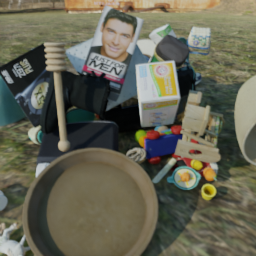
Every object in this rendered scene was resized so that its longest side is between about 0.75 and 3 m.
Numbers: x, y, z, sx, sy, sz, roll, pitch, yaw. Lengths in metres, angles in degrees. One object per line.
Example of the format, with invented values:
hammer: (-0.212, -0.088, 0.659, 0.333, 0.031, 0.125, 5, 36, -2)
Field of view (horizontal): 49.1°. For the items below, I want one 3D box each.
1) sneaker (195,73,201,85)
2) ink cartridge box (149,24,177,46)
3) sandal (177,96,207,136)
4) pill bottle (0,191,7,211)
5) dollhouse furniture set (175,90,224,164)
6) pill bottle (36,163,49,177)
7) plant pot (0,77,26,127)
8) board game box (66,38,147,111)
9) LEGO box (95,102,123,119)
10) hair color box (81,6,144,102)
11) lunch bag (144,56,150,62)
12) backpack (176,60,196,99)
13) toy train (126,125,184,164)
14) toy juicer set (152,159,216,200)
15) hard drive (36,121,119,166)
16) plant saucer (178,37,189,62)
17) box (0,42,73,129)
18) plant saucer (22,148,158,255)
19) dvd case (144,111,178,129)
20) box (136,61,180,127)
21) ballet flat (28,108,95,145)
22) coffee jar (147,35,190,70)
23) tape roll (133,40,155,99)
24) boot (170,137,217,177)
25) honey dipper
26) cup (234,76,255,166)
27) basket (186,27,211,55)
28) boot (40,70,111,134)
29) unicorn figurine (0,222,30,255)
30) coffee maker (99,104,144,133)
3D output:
sneaker: (2.510, -2.745, 14.403, 2.753, 1.173, 1.061, -5, 29, -10)
ink cartridge box: (1.275, -2.900, 9.478, 0.706, 0.967, 0.408, -4, 40, 50)
sandal: (1.987, -0.495, 9.286, 0.910, 0.608, 2.227, -37, 30, 25)
pill bottle: (-3.381, 1.687, 6.856, 0.860, 0.500, 0.500, 19, 34, 33)
dollhouse furniture set: (2.109, -0.449, 7.407, 1.148, 1.826, 2.065, 13, 57, 9)
pill bottle: (-1.364, 1.239, 7.164, 1.782, 0.990, 0.990, -2, 28, -4)
plant pot: (-5.252, -1.278, 11.080, 2.165, 1.738, 2.165, 0, 28, 0)
board game box: (-0.530, -2.090, 9.820, 2.449, 2.450, 0.317, -30, -3, -18)
LEGO box: (-0.622, -1.780, 11.216, 0.950, 1.834, 2.462, 7, 44, 5)
hair color box: (-0.570, -2.428, 9.216, 1.375, 2.777, 0.842, 18, -15, -7)
lunch bag: (0.716, -2.249, 11.410, 1.253, 1.563, 0.591, 40, 77, -3)
backpack: (1.958, -1.850, 10.733, 1.234, 1.415, 1.610, -4, 35, 12)
toy train: (0.558, 0.455, 8.789, 2.345, 0.993, 1.357, -11, 19, -18)
toy juicer set: (1.548, 1.183, 7.399, 1.630, 0.444, 1.037, 15, 55, 17)
hard drive: (-1.506, 0.479, 8.494, 2.405, 0.509, 1.622, -5, 45, 4)
plant saucer: (1.772, -2.387, 11.255, 0.446, 2.481, 2.481, 17, 33, 27)
box: (-2.726, -1.333, 8.884, 1.715, 2.095, 0.902, -30, 11, -4)
plant saucer: (-0.765, 1.692, 5.970, 2.802, 0.413, 2.802, 2, 52, -2)
dvd case: (1.126, -0.636, 11.227, 1.455, 0.156, 1.957, -14, 29, -2)
box: (0.865, -0.957, 8.625, 1.102, 2.175, 1.223, -6, 73, 2)
ballet flat: (-2.374, -0.187, 10.034, 2.559, 0.863, 0.798, -25, 27, -39)
coffee jar: (1.142, -2.055, 9.018, 1.025, 1.966, 0.839, 34, 65, -2)
tape roll: (0.732, -2.574, 12.545, 2.655, 2.655, 0.485, 13, 12, 23)
boot: (1.730, 0.824, 8.381, 1.254, 0.630, 1.739, -5, 32, -7)
honey dipper: (-1.780, -0.718, 7.253, 0.541, 2.848, 0.541, -1, 16, 0)
cup: (3.790, -0.434, 7.229, 2.457, 2.457, 1.757, -4, 42, -7)
basket: (2.678, -3.248, 10.682, 0.940, 1.066, 0.742, 6, 60, 9)
boot: (-1.501, -0.688, 8.172, 1.749, 2.134, 0.790, 13, 3, 0)
unicorn figurine: (-2.301, 2.402, 5.680, 1.234, 0.456, 0.848, 0, 35, 31)
coffee maker: (-0.195, -0.227, 10.082, 1.534, 1.033, 1.474, -9, 47, -14)
